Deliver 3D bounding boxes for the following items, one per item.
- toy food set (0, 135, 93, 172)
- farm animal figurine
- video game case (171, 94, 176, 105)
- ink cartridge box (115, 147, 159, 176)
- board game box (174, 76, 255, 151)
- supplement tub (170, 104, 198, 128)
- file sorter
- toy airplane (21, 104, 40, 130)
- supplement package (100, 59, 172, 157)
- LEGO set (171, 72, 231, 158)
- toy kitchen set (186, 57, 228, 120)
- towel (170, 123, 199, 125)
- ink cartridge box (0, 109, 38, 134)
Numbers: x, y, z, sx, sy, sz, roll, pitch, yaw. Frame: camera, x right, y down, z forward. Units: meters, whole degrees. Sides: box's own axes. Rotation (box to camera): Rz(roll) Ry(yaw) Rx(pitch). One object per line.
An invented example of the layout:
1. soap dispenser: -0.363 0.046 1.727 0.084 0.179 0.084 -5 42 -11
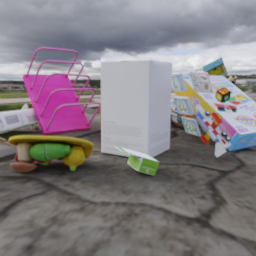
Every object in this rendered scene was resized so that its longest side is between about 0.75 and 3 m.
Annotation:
1. toy food set: -1.895 0.632 6.132 2.213 0.723 1.302 2 -15 0
2. farm animal figurine: 3.899 -1.498 12.419 2.278 1.839 1.145 15 45 21
3. video game case: 0.709 -0.943 13.207 2.642 0.344 2.903 7 32 42
4. ink cartridge box: 0.123 0.674 5.826 0.840 0.318 0.621 17 3 -21
5. board game box: 3.123 -0.637 8.957 2.278 0.600 2.977 -6 44 -32
6. supplement tub: 2.230 -0.464 11.587 0.846 0.846 1.380 -4 16 -22
7. file sorter: -2.437 -1.418 10.447 1.904 2.740 1.718 -7 -29 -39
8. toy airplane: -3.714 -0.513 11.154 1.151 1.146 0.812 0 19 16
9. supplement package: 0.246 -0.549 7.522 1.464 2.415 1.446 6 11 30
10. LEGO set: 1.783 -0.453 7.438 0.661 2.011 2.692 -25 16 -14
11. toy kitchen set: 2.896 -1.658 10.522 1.662 1.222 2.074 -24 42 29
12. towel: 2.933 -0.532 12.500 1.983 0.215 1.454 4 31 44
13. ink cartridge box: -4.835 0.032 10.011 2.649 0.663 2.132 -19 4 16
